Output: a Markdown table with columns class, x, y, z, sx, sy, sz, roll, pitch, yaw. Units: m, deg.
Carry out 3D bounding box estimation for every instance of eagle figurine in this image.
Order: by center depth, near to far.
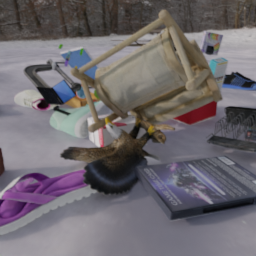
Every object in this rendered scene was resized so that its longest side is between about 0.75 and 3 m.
| class | x | y | z | sx | sy | sz | roll | pitch | yaw |
| --- | --- | --- | --- | --- | --- | --- | --- | --- | --- |
| eagle figurine | -0.276 | 0.592 | 7.123 | 2.420 | 1.826 | 1.836 | -41 | -9 | -18 |

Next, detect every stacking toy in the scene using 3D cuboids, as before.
| class | x | y | z | sx | sy | sz | roll | pitch | yaw |
| --- | --- | --- | --- | --- | --- | --- | --- | --- | --- |
| stacking toy | -2.209 | -2.534 | 10.291 | 0.890 | 0.277 | 1.181 | 12 | 63 | -4 |
| stacking toy | -1.554 | -1.454 | 11.942 | 1.071 | 1.183 | 0.500 | -49 | 11 | -8 |

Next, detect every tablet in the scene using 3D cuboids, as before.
| class | x | y | z | sx | sy | sz | roll | pitch | yaw |
| --- | --- | --- | --- | --- | --- | --- | --- | --- | --- |
| tablet | -1.811 | -2.542 | 11.702 | 1.268 | 1.949 | 0.133 | -4 | 55 | 29 |

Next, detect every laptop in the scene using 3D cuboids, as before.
| class | x | y | z | sx | sy | sz | roll | pitch | yaw |
| --- | --- | --- | --- | --- | --- | --- | --- | --- | --- |
| laptop | -2.248 | -1.140 | 8.744 | 0.801 | 0.467 | 0.904 | 50 | 27 | 24 |

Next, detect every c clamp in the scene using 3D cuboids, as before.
| class | x | y | z | sx | sy | sz | roll | pitch | yaw |
| --- | --- | --- | --- | --- | --- | --- | --- | --- | --- |
| c clamp | -2.694 | -1.976 | 10.670 | 2.241 | 0.355 | 2.623 | -10 | 44 | -37 |

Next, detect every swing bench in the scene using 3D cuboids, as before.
| class | x | y | z | sx | sy | sz | roll | pitch | yaw |
| --- | --- | --- | --- | --- | --- | --- | --- | --- | --- |
| swing bench | 0.604 | -1.148 | 7.579 | 2.874 | 1.875 | 2.889 | -23 | -12 | 27 |

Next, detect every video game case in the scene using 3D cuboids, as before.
| class | x | y | z | sx | sy | sz | roll | pitch | yaw |
| --- | --- | --- | --- | --- | --- | --- | --- | --- | --- |
| video game case | 1.720 | 1.251 | 6.449 | 2.673 | 0.254 | 1.909 | -5 | 21 | -19 |

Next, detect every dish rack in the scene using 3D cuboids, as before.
| class | x | y | z | sx | sy | sz | roll | pitch | yaw |
| --- | --- | --- | --- | --- | --- | --- | --- | --- | --- |
| dish rack | 3.653 | 0.022 | 8.682 | 1.970 | 0.701 | 2.568 | 9 | 23 | 36 |

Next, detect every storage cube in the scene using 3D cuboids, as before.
| class | x | y | z | sx | sy | sz | roll | pitch | yaw |
| --- | --- | --- | --- | --- | --- | --- | --- | --- | --- |
| storage cube | 2.468 | -1.339 | 11.342 | 1.998 | 1.796 | 1.708 | -16 | 26 | -36 |

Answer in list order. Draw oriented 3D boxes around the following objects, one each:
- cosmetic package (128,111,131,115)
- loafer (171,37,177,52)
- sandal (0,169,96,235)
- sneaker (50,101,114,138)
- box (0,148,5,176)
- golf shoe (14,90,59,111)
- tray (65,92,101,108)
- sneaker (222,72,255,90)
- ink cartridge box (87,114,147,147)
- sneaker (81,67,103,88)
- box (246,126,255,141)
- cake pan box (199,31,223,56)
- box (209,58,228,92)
| class | x | y | z | sx | sy | sz | roll | pitch | yaw |
| --- | --- | --- | --- | --- | --- | --- | --- | --- | --- |
| cosmetic package | -0.095 | -1.498 | 12.569 | 1.499 | 1.092 | 2.949 | -20 | 27 | -17 |
| loafer | 1.604 | -2.949 | 10.630 | 0.749 | 2.051 | 0.732 | 22 | -11 | -1 |
| sandal | -1.953 | 1.279 | 5.845 | 2.933 | 0.721 | 1.193 | -16 | 26 | -37 |
| sneaker | -1.641 | -0.597 | 10.374 | 1.626 | 1.014 | 2.757 | 16 | 27 | 22 |
| box | -3.398 | 1.033 | 6.599 | 0.498 | 0.666 | 1.330 | -1 | 20 | -2 |
| golf shoe | -4.183 | -1.206 | 12.505 | 2.177 | 0.820 | 0.996 | 3 | 24 | 10 |
| tray | -2.376 | -1.421 | 13.509 | 1.311 | 0.492 | 2.658 | -15 | 26 | -36 |
| sneaker | 6.576 | -2.802 | 16.507 | 2.478 | 0.965 | 0.869 | 8 | 21 | 21 |
| ink cartridge box | -0.395 | 0.079 | 8.619 | 1.332 | 0.776 | 1.840 | -9 | 13 | -20 |
| sneaker | -2.121 | -3.195 | 17.379 | 0.851 | 1.095 | 2.433 | 11 | 23 | 28 |
| box | 4.802 | 0.220 | 9.332 | 1.519 | 0.286 | 1.038 | 11 | 23 | 27 |
| cake pan box | 2.929 | -2.979 | 9.940 | 0.705 | 0.766 | 0.200 | 8 | 21 | -14 |
| box | 2.891 | -1.650 | 9.294 | 0.523 | 1.272 | 0.313 | -16 | 40 | -24 |
